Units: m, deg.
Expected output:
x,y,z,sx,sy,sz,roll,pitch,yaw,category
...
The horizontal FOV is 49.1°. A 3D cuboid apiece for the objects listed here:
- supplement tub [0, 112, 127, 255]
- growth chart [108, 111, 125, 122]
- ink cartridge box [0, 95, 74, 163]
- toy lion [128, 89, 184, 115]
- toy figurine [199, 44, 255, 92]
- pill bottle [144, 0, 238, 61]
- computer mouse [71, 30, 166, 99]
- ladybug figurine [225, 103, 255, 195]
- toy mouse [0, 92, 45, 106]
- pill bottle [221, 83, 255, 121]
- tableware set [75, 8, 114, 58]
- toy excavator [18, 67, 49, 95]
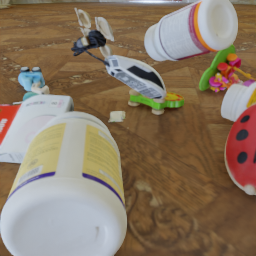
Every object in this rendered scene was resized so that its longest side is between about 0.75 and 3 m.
x,y,z,sx,sy,sz,roll,pitch,yaw,category
-1.026,0.956,5.085,1.857,1.857,2.554,-2,29,-4,supplement tub
-0.352,-0.389,9.286,0.551,0.068,0.762,1,29,1,growth chart
-2.958,-0.041,7.553,2.574,0.734,2.092,6,49,2,ink cartridge box
1.094,-1.051,10.085,1.671,0.574,1.602,22,29,33,toy lion
4.309,-1.876,10.748,2.344,1.760,2.157,-41,55,-20,toy figurine
1.690,-2.734,8.131,1.401,1.401,2.557,-19,12,-30,pill bottle
-0.077,-1.340,6.051,2.268,0.498,1.244,29,-12,-21,computer mouse
3.118,0.291,6.321,1.750,0.927,2.578,11,61,31,ladybug figurine
-3.532,-0.746,9.329,2.434,0.471,2.163,-25,33,-27,toy mouse
4.111,-0.373,7.794,2.746,1.500,1.500,25,38,35,pill bottle
-0.945,-2.749,8.232,0.196,1.408,1.686,-41,60,-19,tableware set
-3.732,-1.741,11.158,1.480,0.760,1.522,1,42,5,toy excavator
